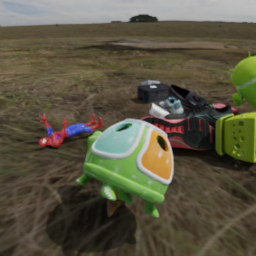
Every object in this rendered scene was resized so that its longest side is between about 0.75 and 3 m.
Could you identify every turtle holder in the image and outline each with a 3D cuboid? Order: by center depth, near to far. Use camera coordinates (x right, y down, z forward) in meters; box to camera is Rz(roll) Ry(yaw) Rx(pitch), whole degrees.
[{"bbox_3d":[-0.017,0.741,6.069,1.758,1.643,2.313,25,-11,-12],"label":"turtle holder"}]

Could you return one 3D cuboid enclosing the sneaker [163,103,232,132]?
[{"bbox_3d":[2.602,-0.444,10.388,2.609,1.034,0.984,2,27,-8],"label":"sneaker"}]

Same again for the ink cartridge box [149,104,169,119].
[{"bbox_3d":[1.411,-0.545,11.698,1.093,0.340,1.359,30,11,-4],"label":"ink cartridge box"}]

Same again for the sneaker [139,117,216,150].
[{"bbox_3d":[1.585,0.174,9.609,2.889,1.065,1.253,8,-10,-8],"label":"sneaker"}]

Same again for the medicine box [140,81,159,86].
[{"bbox_3d":[1.233,-2.377,15.873,0.768,0.434,0.843,1,-2,-28],"label":"medicine box"}]

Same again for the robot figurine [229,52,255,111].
[{"bbox_3d":[5.453,-1.784,11.646,2.376,2.708,1.567,-43,9,11],"label":"robot figurine"}]

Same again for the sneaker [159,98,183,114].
[{"bbox_3d":[1.952,-1.102,12.865,0.623,0.693,1.605,-20,22,-22],"label":"sneaker"}]

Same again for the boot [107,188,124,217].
[{"bbox_3d":[-0.256,1.733,6.745,0.413,0.403,1.094,2,20,11],"label":"boot"}]

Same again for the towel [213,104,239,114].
[{"bbox_3d":[4.070,-0.789,12.948,1.703,0.192,1.232,-12,26,-27],"label":"towel"}]

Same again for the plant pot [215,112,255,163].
[{"bbox_3d":[3.556,0.216,8.890,1.265,1.387,1.394,4,12,39],"label":"plant pot"}]

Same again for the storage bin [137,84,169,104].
[{"bbox_3d":[1.345,-1.828,14.721,1.544,0.724,1.044,-10,25,-24],"label":"storage bin"}]

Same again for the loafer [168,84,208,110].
[{"bbox_3d":[2.743,-1.452,13.117,0.787,0.689,2.189,-39,46,-24],"label":"loafer"}]

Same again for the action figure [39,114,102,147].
[{"bbox_3d":[-2.129,-0.130,9.948,2.397,1.186,0.782,-29,32,-32],"label":"action figure"}]
